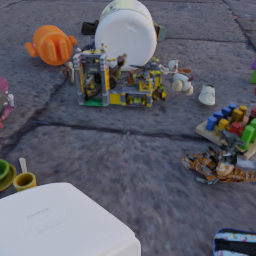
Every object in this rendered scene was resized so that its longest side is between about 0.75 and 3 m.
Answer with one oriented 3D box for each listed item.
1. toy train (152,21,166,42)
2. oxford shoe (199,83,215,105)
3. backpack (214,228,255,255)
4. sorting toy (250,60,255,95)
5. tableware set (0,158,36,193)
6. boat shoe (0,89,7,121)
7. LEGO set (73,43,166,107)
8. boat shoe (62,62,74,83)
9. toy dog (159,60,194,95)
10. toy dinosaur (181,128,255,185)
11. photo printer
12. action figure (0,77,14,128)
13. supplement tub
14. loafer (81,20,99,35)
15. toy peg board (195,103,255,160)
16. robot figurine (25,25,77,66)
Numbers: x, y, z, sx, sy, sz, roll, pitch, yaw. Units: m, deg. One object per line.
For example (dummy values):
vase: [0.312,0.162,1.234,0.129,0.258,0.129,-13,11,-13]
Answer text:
toy train: [0.820,-4.694,13.215,1.277,0.955,2.240,-2,32,-25]
oxford shoe: [2.403,-1.030,8.436,0.471,0.362,1.253,17,31,7]
backpack: [1.732,1.978,4.186,0.945,0.636,0.863,8,37,10]
sorting toy: [4.605,-1.604,9.295,0.708,0.713,2.056,24,39,-6]
tableware set: [-3.176,1.367,5.210,2.837,0.435,1.911,-16,39,-21]
boat shoe: [-3.094,0.236,5.459,0.866,2.476,0.820,32,14,9]
LEGO set: [-0.273,-1.782,8.308,2.937,1.702,2.259,9,34,16]
boat shoe: [-2.067,-1.916,9.598,0.386,0.387,1.072,-3,47,-18]
toy dog: [1.592,-1.608,8.393,0.852,0.622,1.292,-13,67,-46]
toy dinosaur: [2.021,0.764,5.928,1.663,0.850,1.129,25,66,11]
photo printer: [-1.231,1.623,4.119,1.873,0.782,2.251,-15,24,-39]
action figure: [-3.680,-0.624,7.552,1.067,1.186,1.593,-7,74,-26]
supplement tub: [-0.092,-3.681,10.720,2.133,2.133,2.942,0,35,0]
loafer: [-1.414,-4.944,13.710,1.795,0.641,0.655,-5,36,-7]
toy peg board: [2.737,-0.135,6.980,1.441,0.705,1.435,-28,48,-34]
robot figurine: [-2.935,-3.194,10.729,1.598,1.296,2.222,-47,38,5]
